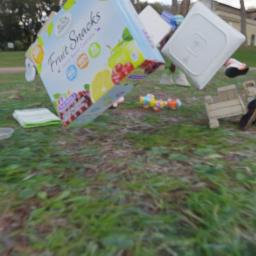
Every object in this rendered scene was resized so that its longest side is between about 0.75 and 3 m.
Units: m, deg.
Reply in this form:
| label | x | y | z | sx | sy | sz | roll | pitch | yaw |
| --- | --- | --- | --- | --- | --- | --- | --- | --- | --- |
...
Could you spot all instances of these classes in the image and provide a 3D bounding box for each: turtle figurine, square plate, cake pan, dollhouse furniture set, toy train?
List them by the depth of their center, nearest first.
| label | x | y | z | sx | sy | sz | roll | pitch | yaw |
| --- | --- | --- | --- | --- | --- | --- | --- | --- | --- |
| square plate | 2.295 | -2.702 | 9.169 | 2.093 | 2.074 | 0.298 | 49 | 29 | 21 |
| dollhouse furniture set | -1.595 | -2.886 | 9.831 | 1.441 | 2.516 | 2.950 | 49 | 25 | 7 |
| cake pan | -4.845 | 0.236 | 10.472 | 1.056 | 0.194 | 1.056 | 0 | 16 | 0 |
| turtle figurine | 2.367 | -3.004 | 11.482 | 2.002 | 2.697 | 2.782 | 11 | 6 | 22 |
| dollhouse furniture set | 4.779 | -0.677 | 12.501 | 2.353 | 1.347 | 2.759 | -12 | 33 | 17 |
| toy train | 1.632 | -1.283 | 15.082 | 2.187 | 0.608 | 1.643 | 18 | 23 | 40 |

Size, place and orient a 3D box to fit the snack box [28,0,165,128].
| label | x | y | z | sx | sy | sz | roll | pitch | yaw |
| --- | --- | --- | --- | --- | --- | --- | --- | --- | --- |
| snack box | -0.876 | -1.649 | 6.438 | 2.720 | 2.294 | 0.921 | -33 | -12 | 32 |

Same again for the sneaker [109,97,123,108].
| label | x | y | z | sx | sy | sz | roll | pitch | yaw |
| --- | --- | --- | --- | --- | --- | --- | --- | --- | --- |
| sneaker | -0.982 | -1.850 | 15.919 | 0.977 | 1.150 | 2.651 | 4 | 17 | 14 |

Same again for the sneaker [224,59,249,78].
| label | x | y | z | sx | sy | sz | roll | pitch | yaw |
| --- | --- | --- | --- | --- | --- | --- | --- | --- | --- |
| sneaker | 3.739 | -2.185 | 10.222 | 1.356 | 0.453 | 0.727 | -13 | 42 | -35 |

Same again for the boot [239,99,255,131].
| label | x | y | z | sx | sy | sz | roll | pitch | yaw |
| --- | --- | --- | --- | --- | --- | --- | --- | --- | --- |
| boot | 5.259 | -0.354 | 11.626 | 1.788 | 0.867 | 0.668 | -53 | 14 | -29 |

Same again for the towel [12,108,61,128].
| label | x | y | z | sx | sy | sz | roll | pitch | yaw |
| --- | --- | --- | --- | --- | --- | --- | --- | --- | --- |
| towel | -4.173 | -0.511 | 12.773 | 1.698 | 0.349 | 2.277 | -11 | 20 | -30 |

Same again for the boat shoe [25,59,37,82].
| label | x | y | z | sx | sy | sz | roll | pitch | yaw |
| --- | --- | --- | --- | --- | --- | --- | --- | --- | --- |
| boat shoe | -3.911 | -2.336 | 11.442 | 0.451 | 1.289 | 0.427 | -31 | -34 | 18 |

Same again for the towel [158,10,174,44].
| label | x | y | z | sx | sy | sz | roll | pitch | yaw |
| --- | --- | --- | --- | --- | --- | --- | --- | --- | --- |
| towel | 1.545 | -4.347 | 12.235 | 0.927 | 1.280 | 0.153 | 43 | 23 | 18 |

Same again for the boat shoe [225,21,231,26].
| label | x | y | z | sx | sy | sz | roll | pitch | yaw |
| --- | --- | --- | --- | --- | --- | --- | --- | --- | --- |
| boat shoe | 3.751 | -3.652 | 11.102 | 0.397 | 1.112 | 0.332 | 24 | 16 | 31 |

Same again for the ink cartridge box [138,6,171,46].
| label | x | y | z | sx | sy | sz | roll | pitch | yaw |
| --- | --- | --- | --- | --- | --- | --- | --- | --- | --- |
| ink cartridge box | 0.119 | -2.717 | 9.182 | 0.988 | 1.710 | 2.343 | 42 | -8 | -13 |
